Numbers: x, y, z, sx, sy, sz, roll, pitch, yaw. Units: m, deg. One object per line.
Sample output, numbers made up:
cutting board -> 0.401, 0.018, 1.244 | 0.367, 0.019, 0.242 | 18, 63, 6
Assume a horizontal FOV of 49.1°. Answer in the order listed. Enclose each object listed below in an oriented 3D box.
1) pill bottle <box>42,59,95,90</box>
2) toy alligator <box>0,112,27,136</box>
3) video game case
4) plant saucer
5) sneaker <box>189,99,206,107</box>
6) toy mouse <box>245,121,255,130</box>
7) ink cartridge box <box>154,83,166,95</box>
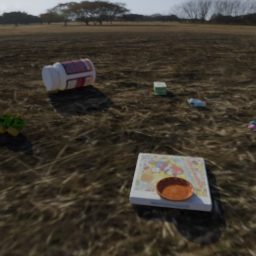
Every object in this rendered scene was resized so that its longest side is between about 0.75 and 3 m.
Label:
pill bottle -> -3.608, -3.215, 17.073 | 2.880, 1.644, 1.644 | -17, 30, -34
toy alligator -> -5.195, -0.194, 11.764 | 2.601, 0.625, 0.862 | 11, 59, 21
video game case -> 1.276, 1.529, 8.479 | 2.166, 0.272, 2.380 | 4, 25, 7
plant saucer -> 1.264, 1.688, 7.640 | 1.032, 0.167, 1.032 | -1, 24, 0
sneaker -> 3.552, -1.207, 14.451 | 0.856, 0.317, 0.351 | 18, 59, 25
toy mouse -> 5.447, -0.111, 12.122 | 0.827, 0.180, 0.931 | 21, 32, 38
ink cartridge box -> 1.904, -2.362, 16.734 | 0.672, 0.384, 1.295 | 1, 25, 2
